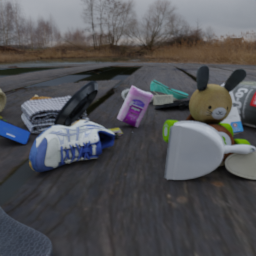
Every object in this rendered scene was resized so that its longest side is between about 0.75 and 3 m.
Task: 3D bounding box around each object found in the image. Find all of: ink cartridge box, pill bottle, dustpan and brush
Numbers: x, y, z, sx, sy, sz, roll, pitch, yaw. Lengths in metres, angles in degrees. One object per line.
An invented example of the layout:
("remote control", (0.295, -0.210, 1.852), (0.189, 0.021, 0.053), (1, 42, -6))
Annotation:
("ink cartridge box", (2.993, -0.518, 9.455), (1.189, 1.644, 0.692), (-7, -13, -14))
("pill bottle", (4.883, -0.824, 10.823), (1.574, 1.574, 2.764), (-14, 21, -38))
("dustpan and brush", (1.968, 0.546, 6.543), (2.141, 1.494, 0.613), (4, 25, 3))

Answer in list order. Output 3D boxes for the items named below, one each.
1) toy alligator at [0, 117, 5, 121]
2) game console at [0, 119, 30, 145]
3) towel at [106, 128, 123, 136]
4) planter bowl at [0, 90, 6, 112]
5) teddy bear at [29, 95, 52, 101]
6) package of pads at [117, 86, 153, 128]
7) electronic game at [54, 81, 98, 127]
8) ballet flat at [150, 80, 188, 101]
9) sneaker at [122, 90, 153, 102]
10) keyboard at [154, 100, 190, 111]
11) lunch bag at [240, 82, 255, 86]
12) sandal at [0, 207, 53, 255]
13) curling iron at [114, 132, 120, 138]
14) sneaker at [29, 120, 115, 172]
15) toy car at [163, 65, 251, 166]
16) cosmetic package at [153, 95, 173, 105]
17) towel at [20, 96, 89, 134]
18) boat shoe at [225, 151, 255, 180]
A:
("toy alligator", (-5.232, -0.207, 10.915), (1.297, 0.384, 0.352), (-2, -7, 15))
("game console", (-3.872, 0.195, 9.242), (1.071, 0.633, 0.914), (25, 38, -22))
("towel", (-0.737, 0.150, 10.143), (1.004, 0.114, 0.721), (-3, 18, -9))
("planter bowl", (-6.200, -1.262, 12.375), (1.165, 1.730, 1.730), (18, 20, 10))
("teddy bear", (-4.477, -1.488, 14.948), (1.474, 0.492, 1.069), (6, 16, 19))
("package of pads", (0.246, -0.815, 10.741), (0.865, 1.435, 0.543), (21, 16, -16))
("electronic game", (-1.720, -0.767, 9.368), (0.422, 2.027, 2.027), (42, 24, 2))
("ballet flat", (2.232, -1.921, 15.678), (2.215, 0.780, 0.746), (23, 17, -1))
("sneaker", (0.562, -1.713, 15.596), (1.859, 0.724, 0.924), (12, 10, 20))
("keyboard", (2.609, -1.050, 13.904), (2.402, 0.476, 1.250), (-11, -3, -24))
("lunch bag", (5.944, -1.621, 14.118), (1.763, 1.264, 2.150), (3, 23, 8))
("sandal", (-2.322, 1.696, 4.490), (2.671, 0.572, 1.015), (23, 33, 32))
("curling iron", (-0.928, 0.340, 9.306), (1.501, 0.192, 0.372), (-11, 5, -31))
("sneaker", (-1.380, 0.444, 7.623), (1.217, 1.039, 2.761), (15, 25, 24))
("toy car", (2.230, -0.403, 7.367), (1.982, 2.412, 1.903), (2, 28, -12))
("cosmetic package", (1.838, -1.472, 14.769), (0.997, 0.524, 0.354), (-2, 6, -11))
("towel", (-2.899, -0.568, 11.014), (2.297, 0.983, 1.902), (-9, 20, -29))
("boat shoe", (3.336, 0.939, 6.984), (1.982, 0.720, 0.621), (-3, -16, -2))
